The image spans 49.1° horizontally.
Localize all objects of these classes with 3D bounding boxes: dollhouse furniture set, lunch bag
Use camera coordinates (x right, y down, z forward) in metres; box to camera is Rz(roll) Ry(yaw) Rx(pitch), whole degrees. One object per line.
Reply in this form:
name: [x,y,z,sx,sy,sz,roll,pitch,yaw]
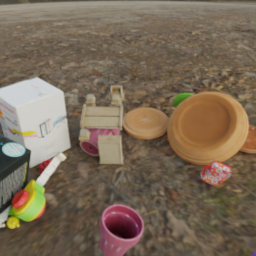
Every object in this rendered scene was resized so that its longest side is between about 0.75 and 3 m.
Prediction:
dollhouse furniture set: [-0.868,-0.173,10.104,1.428,1.220,2.755,1,49,1]
lunch bag: [2.615,1.382,8.532,0.748,0.849,0.348,24,45,-10]

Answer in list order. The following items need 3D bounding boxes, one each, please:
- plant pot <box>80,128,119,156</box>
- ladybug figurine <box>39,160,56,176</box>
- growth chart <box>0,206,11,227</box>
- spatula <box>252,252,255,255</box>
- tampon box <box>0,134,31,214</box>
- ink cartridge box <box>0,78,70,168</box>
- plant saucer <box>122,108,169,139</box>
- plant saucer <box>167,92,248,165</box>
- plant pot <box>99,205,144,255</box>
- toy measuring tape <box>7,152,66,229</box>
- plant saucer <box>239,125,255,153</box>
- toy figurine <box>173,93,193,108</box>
plant pot: [-1.106,0.337,10.131,1.270,1.270,1.137,14,50,22]
ladybug figurine: [-2.638,1.291,9.069,0.607,0.322,0.895,-45,27,-17]
growth chart: [-3.708,2.340,7.848,0.912,0.112,1.260,-1,32,-1]
spatula: [2.509,3.210,5.653,2.785,0.286,0.787,-35,10,-25]
tampon box: [-4.217,1.381,7.149,2.029,1.709,2.707,26,32,11]
ink cartridge box: [-3.331,-0.249,9.838,1.749,2.375,1.718,27,41,36]
plant saucer: [0.728,-0.274,11.633,1.944,0.314,1.944,-1,39,1]
plant saucer: [2.660,-0.106,9.761,2.802,0.524,2.802,-13,59,22]
plant pot: [-0.216,2.245,5.915,0.917,0.821,0.917,15,28,-8]
toy measuring tape: [-2.397,1.714,7.643,0.873,0.873,2.372,23,66,32]
plant saucer: [4.551,0.434,10.745,1.775,0.286,1.775,-1,33,0]
toy figurine: [2.142,-0.312,11.151,1.217,1.621,1.492,25,55,-1]
